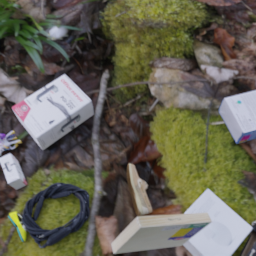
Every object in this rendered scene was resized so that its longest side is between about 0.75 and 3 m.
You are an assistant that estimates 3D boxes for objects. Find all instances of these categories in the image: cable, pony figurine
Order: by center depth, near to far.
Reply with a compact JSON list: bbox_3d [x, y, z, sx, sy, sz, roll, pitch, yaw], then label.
[{"bbox_3d":[-2.458,2.876,9.809,2.341,0.595,1.910,-33,61,-15],"label":"cable"},{"bbox_3d":[-4.889,0.531,11.011,1.022,0.851,0.987,-30,74,-32],"label":"pony figurine"}]

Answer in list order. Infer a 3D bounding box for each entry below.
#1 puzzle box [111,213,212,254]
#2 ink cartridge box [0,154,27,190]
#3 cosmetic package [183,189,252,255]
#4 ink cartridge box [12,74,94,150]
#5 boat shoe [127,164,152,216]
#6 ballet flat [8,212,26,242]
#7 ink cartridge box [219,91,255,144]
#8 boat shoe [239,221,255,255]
[{"bbox_3d":[0.826,2.571,6.852,2.146,1.428,0.273,8,43,-30],"label":"puzzle box"},{"bbox_3d":[-4.227,1.611,10.299,0.471,0.808,1.110,-25,64,-12],"label":"ink cartridge box"},{"bbox_3d":[2.642,3.336,9.168,1.773,1.094,1.779,-39,68,-19],"label":"cosmetic package"},{"bbox_3d":[-2.992,-0.691,11.421,2.620,1.111,1.908,-37,67,-20],"label":"ink cartridge box"},{"bbox_3d":[0.382,2.181,10.122,0.606,0.669,1.878,-9,69,-13],"label":"boat shoe"},{"bbox_3d":[-3.706,3.345,9.613,0.380,0.379,1.133,-27,61,-33],"label":"ballet flat"},{"bbox_3d":[5.313,-0.570,11.415,2.562,0.978,1.748,-15,62,-6],"label":"ink cartridge box"},{"bbox_3d":[4.357,3.541,9.205,0.762,0.933,2.526,29,73,10],"label":"boat shoe"}]
